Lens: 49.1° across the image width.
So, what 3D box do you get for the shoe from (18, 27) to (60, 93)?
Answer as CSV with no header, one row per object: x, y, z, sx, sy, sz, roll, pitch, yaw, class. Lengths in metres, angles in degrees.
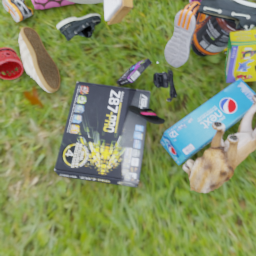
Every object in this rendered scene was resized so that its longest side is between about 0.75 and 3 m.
-2.773,-1.993,8.589,0.637,0.835,2.388,-37,69,30,shoe

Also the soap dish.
-0.248,-3.265,6.982,0.456,0.883,1.122,4,77,-28,soap dish

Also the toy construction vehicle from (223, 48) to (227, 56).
3.541,-2.227,8.518,1.082,0.381,0.942,-16,48,15,toy construction vehicle

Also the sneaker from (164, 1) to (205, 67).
1.553,-2.422,7.267,0.685,1.767,0.990,34,59,12,sneaker

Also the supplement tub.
2.555,-2.770,8.026,1.070,2.000,1.070,2,81,-13,supplement tub

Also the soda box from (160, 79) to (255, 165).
2.193,-0.161,7.523,2.669,0.905,0.856,-34,74,-13,soda box

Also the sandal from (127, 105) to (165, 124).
0.476,-0.385,7.245,1.042,0.235,0.391,26,28,11,sandal

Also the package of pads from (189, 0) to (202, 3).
2.296,-4.899,9.370,0.473,0.754,1.251,-16,94,-30,package of pads

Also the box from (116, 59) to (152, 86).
0.139,-1.581,8.065,0.201,1.115,0.797,46,75,-16,box

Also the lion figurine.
2.553,0.422,6.608,2.748,1.683,0.996,-24,43,-20,lion figurine

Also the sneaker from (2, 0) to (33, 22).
-3.858,-4.244,9.593,0.627,0.635,1.623,-27,71,-27,sneaker

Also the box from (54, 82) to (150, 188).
-0.611,0.128,7.600,2.151,0.655,2.668,9,66,1,box

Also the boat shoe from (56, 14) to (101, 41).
-1.263,-2.826,7.977,0.571,0.644,1.723,61,35,-9,boat shoe

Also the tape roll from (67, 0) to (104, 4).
-0.918,-4.041,7.552,2.222,2.222,0.406,-9,90,-4,tape roll

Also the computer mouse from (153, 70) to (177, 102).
0.935,-1.013,6.809,0.246,1.069,0.751,-13,99,-15,computer mouse

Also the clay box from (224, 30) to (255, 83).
3.845,-1.880,7.243,2.439,1.402,0.581,-2,59,12,clay box

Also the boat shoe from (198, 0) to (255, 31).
2.533,-2.493,6.243,1.955,0.739,0.590,26,104,9,boat shoe

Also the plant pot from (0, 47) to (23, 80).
-3.645,-1.961,8.469,0.788,0.788,0.718,-24,60,-10,plant pot

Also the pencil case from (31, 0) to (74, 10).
-2.267,-4.778,9.607,2.191,0.994,1.026,-11,56,-7,pencil case
